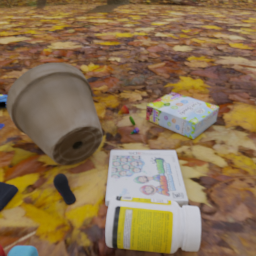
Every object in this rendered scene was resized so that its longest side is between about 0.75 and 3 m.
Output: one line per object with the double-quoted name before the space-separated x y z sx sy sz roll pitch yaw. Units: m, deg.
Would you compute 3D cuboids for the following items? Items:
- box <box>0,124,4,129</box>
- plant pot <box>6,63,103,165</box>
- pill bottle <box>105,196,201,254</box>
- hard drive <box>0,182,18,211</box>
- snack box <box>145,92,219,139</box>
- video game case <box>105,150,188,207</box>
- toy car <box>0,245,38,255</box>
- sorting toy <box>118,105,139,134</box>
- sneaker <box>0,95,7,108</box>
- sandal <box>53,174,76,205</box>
"box" -6.586 -0.003 10.758 2.998 0.486 1.816 6 31 8
"plant pot" -2.185 -0.251 9.282 2.941 2.941 2.552 -17 51 -26
"pill bottle" 0.559 2.199 6.367 2.009 1.148 1.148 4 31 5
"hard drive" -3.727 1.953 7.621 0.873 0.274 1.294 10 32 16
"snack box" 2.192 -0.590 11.439 2.281 0.772 1.924 25 38 33
"video game case" 0.498 1.430 8.456 2.197 0.286 2.414 0 29 0
"toy car" -3.158 2.306 4.598 2.533 2.748 2.431 1 31 1
"sorting toy" -0.015 -0.268 10.786 0.410 1.192 0.413 -28 -1 -9
"sneaker" -5.194 -1.213 12.761 1.828 0.603 0.717 -13 46 -22
"sandal" -1.830 1.779 8.013 0.421 0.253 1.122 -21 51 -22
